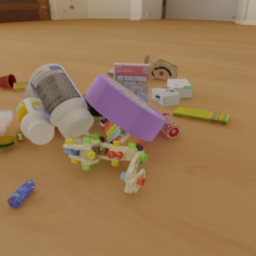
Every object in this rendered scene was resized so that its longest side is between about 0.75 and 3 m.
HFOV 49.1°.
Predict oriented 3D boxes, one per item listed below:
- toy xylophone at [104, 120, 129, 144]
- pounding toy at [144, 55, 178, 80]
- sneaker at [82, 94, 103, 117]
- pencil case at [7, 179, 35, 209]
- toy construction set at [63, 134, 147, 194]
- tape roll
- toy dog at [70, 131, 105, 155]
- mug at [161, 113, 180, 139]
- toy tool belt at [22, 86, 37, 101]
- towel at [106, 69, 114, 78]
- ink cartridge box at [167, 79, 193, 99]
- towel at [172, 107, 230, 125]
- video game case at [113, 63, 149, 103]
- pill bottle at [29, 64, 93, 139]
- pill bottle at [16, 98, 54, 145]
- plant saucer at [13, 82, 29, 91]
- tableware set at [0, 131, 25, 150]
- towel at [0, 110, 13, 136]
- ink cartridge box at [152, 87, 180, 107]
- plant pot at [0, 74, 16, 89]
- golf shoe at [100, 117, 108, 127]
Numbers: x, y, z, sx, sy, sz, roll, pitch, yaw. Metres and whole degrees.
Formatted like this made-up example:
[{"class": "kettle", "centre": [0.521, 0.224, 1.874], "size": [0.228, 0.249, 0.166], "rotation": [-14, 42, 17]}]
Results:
[{"class": "toy xylophone", "centre": [-0.275, -0.121, 9.558], "size": [0.459, 1.338, 1.828], "rotation": [31, 20, -25]}, {"class": "pounding toy", "centre": [1.713, -3.113, 15.630], "size": [2.096, 1.199, 1.202], "rotation": [25, 32, 6]}, {"class": "sneaker", "centre": [-1.780, -0.917, 11.091], "size": [2.891, 1.128, 1.232], "rotation": [-23, 25, -30]}, {"class": "pencil case", "centre": [-2.669, 1.661, 7.091], "size": [0.353, 0.317, 0.813], "rotation": [1, 27, 18]}, {"class": "toy construction set", "centre": [-0.451, 0.829, 7.818], "size": [2.455, 1.131, 1.610], "rotation": [24, 13, 26]}, {"class": "tape roll", "centre": [-0.064, -0.699, 9.486], "size": [2.745, 0.901, 2.745], "rotation": [33, 12, -8]}, {"class": "toy dog", "centre": [-1.226, 0.527, 8.899], "size": [1.043, 0.728, 1.012], "rotation": [-16, 41, -31]}, {"class": "mug", "centre": [1.552, -0.077, 10.189], "size": [0.814, 0.612, 0.917], "rotation": [-10, 32, -14]}, {"class": "toy tool belt", "centre": [-3.839, -1.294, 12.200], "size": [1.117, 1.135, 1.818], "rotation": [17, 15, -11]}, {"class": "towel", "centre": [-0.032, -3.191, 16.440], "size": [2.264, 0.390, 1.500], "rotation": [20, 34, 33]}, {"class": "ink cartridge box", "centre": [2.532, -1.946, 13.806], "size": [0.990, 0.570, 1.356], "rotation": [0, 27, -3]}, {"class": "towel", "centre": [3.002, -0.520, 11.522], "size": [2.199, 0.199, 0.946], "rotation": [11, 24, 23]}, {"class": "video game case", "centre": [0.124, -1.671, 11.695], "size": [1.445, 2.021, 0.176], "rotation": [4, 29, 7]}, {"class": "pill bottle", "centre": [-2.195, -0.870, 9.303], "size": [1.330, 1.330, 2.338], "rotation": [-21, 65, -34]}, {"class": "pill bottle", "centre": [-3.250, -0.219, 9.874], "size": [1.115, 1.115, 2.008], "rotation": [-13, 30, -23]}, {"class": "plant saucer", "centre": [-5.500, -2.147, 14.585], "size": [0.862, 0.209, 0.862], "rotation": [-8, 31, -16]}, {"class": "tableware set", "centre": [-4.595, 0.501, 9.381], "size": [2.153, 0.330, 1.451], "rotation": [-12, 21, -19]}, {"class": "towel", "centre": [-5.350, -0.326, 10.161], "size": [1.971, 0.318, 1.882], "rotation": [8, 22, -14]}, {"class": "ink cartridge box", "centre": [1.725, -1.460, 12.923], "size": [0.855, 0.486, 1.173], "rotation": [-12, 28, -19]}, {"class": "plant pot", "centre": [-6.369, -2.393, 14.581], "size": [0.754, 0.775, 0.775], "rotation": [-3, 26, 11]}, {"class": "golf shoe", "centre": [-0.785, -0.384, 10.929], "size": [0.554, 0.456, 1.173], "rotation": [3, 26, 6]}]
